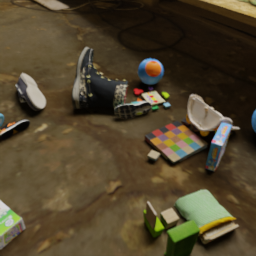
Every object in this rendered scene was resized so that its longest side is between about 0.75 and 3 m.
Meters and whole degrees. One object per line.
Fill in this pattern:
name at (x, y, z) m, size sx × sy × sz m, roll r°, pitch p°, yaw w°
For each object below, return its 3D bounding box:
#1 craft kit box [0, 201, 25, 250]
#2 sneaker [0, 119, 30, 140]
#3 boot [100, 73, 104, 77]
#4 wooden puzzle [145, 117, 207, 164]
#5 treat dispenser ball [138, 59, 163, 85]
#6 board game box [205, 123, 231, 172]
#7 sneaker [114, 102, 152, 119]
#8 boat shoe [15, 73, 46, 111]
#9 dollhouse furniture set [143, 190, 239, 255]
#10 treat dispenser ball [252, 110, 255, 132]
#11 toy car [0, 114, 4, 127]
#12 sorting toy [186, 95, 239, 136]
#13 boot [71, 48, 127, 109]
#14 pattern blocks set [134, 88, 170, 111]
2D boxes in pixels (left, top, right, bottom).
craft kit box at (-4.445, 2.691, 7.327) m, size 2.389 × 0.587 × 2.419 m, roll 25°, pitch 45°, yaw 31°
sneaker at (-4.434, -0.059, 10.749) m, size 0.569 × 0.443 × 1.266 m, roll 34°, pitch 52°, yaw 29°
boot at (-1.201, -2.044, 13.160) m, size 1.047 × 0.488 × 1.354 m, roll 15°, pitch 49°, yaw 20°
wooden puzzle at (1.753, 0.489, 10.279) m, size 2.766 × 0.194 × 1.640 m, roll -23°, pitch 44°, yaw -26°
treat dispenser ball at (1.073, -2.686, 13.417) m, size 1.214 × 1.214 × 1.214 m, roll 0°, pitch 39°, yaw 0°
board game box at (3.004, 0.632, 9.325) m, size 0.336 × 1.177 × 1.202 m, roll 20°, pitch 44°, yaw 23°
sneaker at (0.174, -0.776, 11.669) m, size 1.628 × 0.631 × 0.649 m, roll -10°, pitch 20°, yaw -19°
boat shoe at (-4.404, -1.436, 12.429) m, size 0.805 × 0.932 × 2.566 m, roll -46°, pitch 50°, yaw 12°
dollhouse furniture set at (1.712, 2.234, 7.387) m, size 2.261 × 1.134 × 1.481 m, roll -16°, pitch 42°, yaw -19°
treat dispenser ball at (5.313, -0.252, 10.261) m, size 1.436 × 1.436 × 1.436 m, roll 0°, pitch 39°, yaw 0°
toy car at (-6.105, -0.102, 10.252) m, size 1.905 × 1.828 × 2.067 m, roll 22°, pitch 71°, yaw 5°
sorting toy at (3.322, -0.306, 10.671) m, size 1.706 × 1.012 × 1.895 m, roll 7°, pitch 28°, yaw -32°
boot at (-1.127, -2.121, 12.335) m, size 2.291 × 1.095 × 3.034 m, roll 5°, pitch 65°, yaw 3°
pattern blocks set at (1.094, -1.314, 12.538) m, size 1.517 × 0.140 × 1.726 m, roll -9°, pitch 40°, yaw -10°
